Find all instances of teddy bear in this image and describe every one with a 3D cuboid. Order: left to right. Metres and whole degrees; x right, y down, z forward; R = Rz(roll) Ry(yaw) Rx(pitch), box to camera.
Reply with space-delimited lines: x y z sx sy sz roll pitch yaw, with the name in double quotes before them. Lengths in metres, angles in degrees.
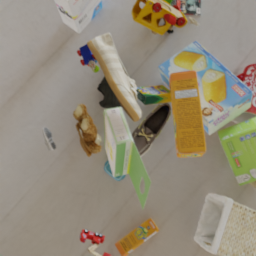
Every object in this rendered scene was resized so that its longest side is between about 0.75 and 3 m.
"teddy bear" -1.264 0.100 9.173 0.693 2.076 1.505 -26 42 -18

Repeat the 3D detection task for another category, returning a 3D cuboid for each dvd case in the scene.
"dvd case" 2.279 -4.864 11.041 1.188 0.131 0.867 2 80 1

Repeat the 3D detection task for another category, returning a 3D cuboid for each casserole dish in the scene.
"casserole dish" -0.466 1.494 9.910 0.871 0.169 0.528 38 84 5

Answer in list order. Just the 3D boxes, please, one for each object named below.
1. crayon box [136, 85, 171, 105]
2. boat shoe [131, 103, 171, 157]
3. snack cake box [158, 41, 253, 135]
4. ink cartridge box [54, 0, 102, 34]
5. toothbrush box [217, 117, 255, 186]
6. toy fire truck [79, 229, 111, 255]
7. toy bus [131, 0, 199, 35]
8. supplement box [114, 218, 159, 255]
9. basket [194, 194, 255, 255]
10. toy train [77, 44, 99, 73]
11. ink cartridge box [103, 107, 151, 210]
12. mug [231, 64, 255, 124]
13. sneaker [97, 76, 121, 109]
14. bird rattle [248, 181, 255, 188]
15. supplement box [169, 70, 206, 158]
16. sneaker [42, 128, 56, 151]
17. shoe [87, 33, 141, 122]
"crayon box" 0.993 -1.168 9.758 1.331 0.837 0.343 -8 122 -24
"boat shoe" 0.719 0.095 9.827 0.836 0.693 2.328 38 80 8
"snack cake box" 2.494 -1.397 9.422 1.655 0.967 2.878 -34 59 0
"ink cartridge box" -1.766 -4.663 9.755 0.874 2.578 1.484 38 82 5
"toothbrush box" 4.261 0.567 8.820 2.316 0.997 1.686 -23 103 19
"toy fire truck" -0.814 2.860 6.811 0.834 0.203 0.588 20 36 -7
"toy bus" 1.199 -4.048 10.366 2.225 2.099 1.150 47 127 8
"supplement box" 0.300 3.628 9.297 1.472 0.506 0.490 -34 63 -9
"basket" 3.163 3.137 8.874 1.380 1.700 1.716 20 80 -1
"toy train" -1.175 -2.063 9.182 0.550 0.752 1.300 -26 59 6
"ink cartridge box" -0.140 0.990 8.592 0.647 1.962 2.697 -11 54 -12
"mug" 4.226 -1.243 9.774 1.723 1.295 1.941 26 76 -20
"sneaker" -0.663 -1.647 10.195 0.913 0.764 2.012 1 78 7
"bird rattle" 4.660 1.323 9.567 1.958 1.103 1.596 34 99 9
"supplement box" 1.712 -0.385 8.209 0.841 0.813 2.444 -7 75 5
"sneaker" -2.594 0.378 8.939 0.320 0.291 0.779 -22 87 30
"shoe" -0.262 -1.502 8.034 0.754 0.988 2.826 -29 79 2
